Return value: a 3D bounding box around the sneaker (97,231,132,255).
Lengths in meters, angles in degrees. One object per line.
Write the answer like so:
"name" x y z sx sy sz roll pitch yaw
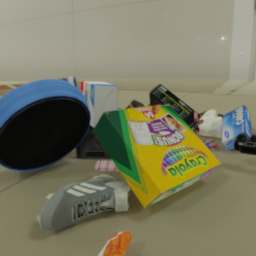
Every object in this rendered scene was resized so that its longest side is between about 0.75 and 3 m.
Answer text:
"sneaker" -0.262 2.017 4.081 0.515 0.488 1.336 25 28 20

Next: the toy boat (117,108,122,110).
"toy boat" -0.109 -0.264 10.761 1.583 0.875 1.883 -27 -8 7

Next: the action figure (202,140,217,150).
"action figure" 2.826 0.580 9.780 1.022 0.333 0.506 -12 -19 -37

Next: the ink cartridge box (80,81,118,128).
"ink cartridge box" -1.137 -0.933 10.130 0.828 1.431 2.462 -2 14 -19

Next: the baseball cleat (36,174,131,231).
"baseball cleat" -0.673 1.441 5.583 1.157 0.758 2.174 8 17 30

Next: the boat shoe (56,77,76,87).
"boat shoe" -2.189 -0.588 9.971 0.900 2.486 0.898 -3 22 -3

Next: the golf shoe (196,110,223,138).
"golf shoe" 3.411 -0.239 12.251 1.170 0.963 2.557 -2 12 5

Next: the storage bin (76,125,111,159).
"storage bin" -1.043 0.352 9.805 1.308 0.907 1.935 0 14 1

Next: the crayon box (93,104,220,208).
"crayon box" 0.754 0.478 6.732 2.493 0.727 2.151 -11 55 -45

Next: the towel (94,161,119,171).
"towel" -0.530 1.102 8.318 0.889 0.133 0.651 0 13 0

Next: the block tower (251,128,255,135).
"block tower" 4.593 0.109 11.659 0.500 0.535 1.852 -2 12 -10

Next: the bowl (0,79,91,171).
"bowl" -2.294 0.051 7.480 2.903 2.903 0.570 -12 49 -40

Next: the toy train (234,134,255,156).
"toy train" 4.172 0.579 7.465 2.688 0.458 0.616 5 50 39

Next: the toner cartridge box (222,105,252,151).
"toner cartridge box" 3.991 -0.043 10.308 0.924 0.420 1.945 -32 18 33

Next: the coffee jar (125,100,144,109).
"coffee jar" 0.077 -0.590 11.809 0.690 1.323 0.564 19 37 -48

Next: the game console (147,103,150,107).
"game console" 1.577 -0.589 11.898 0.898 1.513 1.304 -44 28 -6

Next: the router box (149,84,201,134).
"router box" 1.565 -0.471 9.674 0.579 1.397 1.864 -41 67 -14

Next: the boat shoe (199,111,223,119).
"boat shoe" 3.987 -0.543 14.099 0.732 0.618 2.054 -8 16 -29
